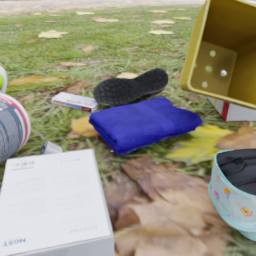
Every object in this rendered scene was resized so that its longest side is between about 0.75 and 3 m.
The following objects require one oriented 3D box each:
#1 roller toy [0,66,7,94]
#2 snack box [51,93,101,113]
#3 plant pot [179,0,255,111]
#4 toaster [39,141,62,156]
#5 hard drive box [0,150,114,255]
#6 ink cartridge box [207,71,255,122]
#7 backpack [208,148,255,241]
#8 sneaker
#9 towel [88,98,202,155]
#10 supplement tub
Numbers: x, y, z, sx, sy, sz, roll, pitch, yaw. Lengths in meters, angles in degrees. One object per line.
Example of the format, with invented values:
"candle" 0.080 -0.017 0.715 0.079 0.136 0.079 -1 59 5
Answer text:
"roller toy" -5.312 -1.619 10.227 1.172 1.677 1.529 8 40 -48
"snack box" -1.980 -0.987 10.664 1.815 0.221 0.653 14 34 22
"plant pot" 2.670 -1.813 7.746 2.415 2.415 2.130 14 0 -7
"toaster" -2.058 0.759 7.286 0.495 0.767 0.436 25 -24 -26
"hard drive box" -1.459 1.612 5.562 1.957 0.964 2.511 -7 32 -11
"ink cartridge box" 3.943 -1.352 10.049 1.489 1.482 2.049 -3 31 -5
"backpack" 2.660 1.263 5.566 2.060 1.579 1.811 6 29 -7
"sneaker" 0.117 -1.317 10.647 2.842 1.076 1.244 -12 -13 -2
"towel" 0.480 -0.128 8.625 2.925 0.725 2.160 -14 29 -26
"supplement tub" -3.643 0.221 6.676 1.750 1.750 2.494 3 18 6
